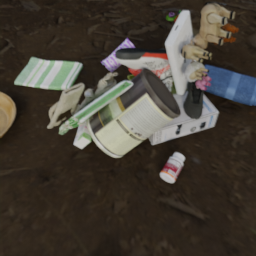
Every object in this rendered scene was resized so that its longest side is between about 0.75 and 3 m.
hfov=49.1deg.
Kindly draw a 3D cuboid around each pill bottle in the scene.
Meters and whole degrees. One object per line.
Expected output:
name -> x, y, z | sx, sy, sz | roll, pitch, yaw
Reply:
pill bottle -> 1.345, 1.181, 8.377 | 0.480, 0.480, 0.849 | 26, 64, 21

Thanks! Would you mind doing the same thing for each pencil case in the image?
pencil case -> -0.303, -2.322, 9.036 | 1.187, 0.498, 0.507 | -40, 56, 2

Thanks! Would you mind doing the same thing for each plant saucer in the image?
plant saucer -> -5.331, -0.161, 9.650 | 2.961, 0.524, 2.961 | 0, 48, 0
plant saucer -> 1.147, -1.515, 10.908 | 1.886, 0.451, 1.883 | -16, 50, -13

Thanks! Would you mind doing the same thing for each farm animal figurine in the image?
farm animal figurine -> 2.201, -2.412, 8.371 | 1.097, 1.762, 2.182 | 32, 93, 30

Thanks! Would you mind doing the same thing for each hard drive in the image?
hard drive -> 1.797, -2.381, 9.221 | 0.302, 2.298, 1.516 | 15, 65, 27

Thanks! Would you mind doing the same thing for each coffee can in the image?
coffee can -> 0.141, -0.393, 8.361 | 2.300, 1.683, 1.683 | -37, 45, 23

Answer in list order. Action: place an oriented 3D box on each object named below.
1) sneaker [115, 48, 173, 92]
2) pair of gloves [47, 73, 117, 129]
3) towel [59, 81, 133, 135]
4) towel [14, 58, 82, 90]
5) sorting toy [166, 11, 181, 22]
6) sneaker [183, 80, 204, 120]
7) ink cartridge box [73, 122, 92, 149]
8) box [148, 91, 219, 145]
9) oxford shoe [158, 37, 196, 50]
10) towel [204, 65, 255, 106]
sneaker -> 0.642, -1.687, 9.010 | 0.991, 1.591, 2.969 | 22, 24, 32
pair of gloves -> -1.278, -0.804, 8.111 | 2.168, 1.844, 0.380 | -32, 85, -44
towel -> -0.999, -0.523, 7.796 | 1.879, 2.463, 0.288 | -40, 98, -23
towel -> -3.278, -2.277, 11.714 | 2.345, 0.274, 1.789 | 9, 50, 8
sorting toy -> 2.544, -5.897, 14.806 | 0.688, 0.470, 1.145 | -34, 56, -26
sneaker -> 2.193, -1.113, 9.202 | 0.653, 0.781, 1.720 | 4, 67, 2
ink cartridge box -> -1.406, 0.117, 9.192 | 0.338, 0.589, 1.006 | 32, 43, -25
box -> 1.674, -0.432, 9.753 | 2.438, 0.733, 1.422 | -15, 50, -13
oxford shoe -> 2.231, -3.014, 11.983 | 2.651, 0.963, 1.119 | -26, 55, -6
towel -> 3.964, -1.621, 10.921 | 2.439, 0.592, 1.362 | 22, 52, 17
